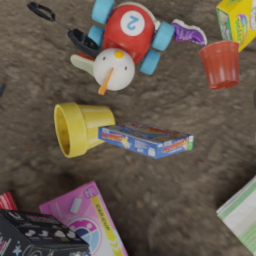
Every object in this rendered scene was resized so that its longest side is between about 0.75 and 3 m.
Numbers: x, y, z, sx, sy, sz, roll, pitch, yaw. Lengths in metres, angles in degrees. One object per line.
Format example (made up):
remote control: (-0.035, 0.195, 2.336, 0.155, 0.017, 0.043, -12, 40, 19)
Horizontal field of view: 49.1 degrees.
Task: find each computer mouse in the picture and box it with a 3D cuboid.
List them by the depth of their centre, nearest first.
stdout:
computer mouse: (-1.410, -2.118, 6.174, 1.787, 0.304, 0.524, 31, 38, -25)

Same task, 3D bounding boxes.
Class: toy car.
toy car: (-0.244, -1.992, 7.830, 2.247, 2.156, 2.438, 22, 58, -5)

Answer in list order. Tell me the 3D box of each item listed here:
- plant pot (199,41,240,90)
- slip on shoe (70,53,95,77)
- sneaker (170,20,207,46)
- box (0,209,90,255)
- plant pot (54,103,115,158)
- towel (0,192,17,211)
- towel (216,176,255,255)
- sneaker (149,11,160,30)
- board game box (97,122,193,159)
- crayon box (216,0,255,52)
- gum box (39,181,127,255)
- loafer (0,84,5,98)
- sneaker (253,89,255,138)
plant pot: (2.196, -1.422, 6.597, 0.928, 0.928, 0.903, -4, 81, -3)
slip on shoe: (-1.388, -2.430, 10.761, 1.831, 0.678, 0.560, 30, 56, 24)
sneaker: (2.437, -3.836, 11.781, 1.883, 0.759, 0.785, 35, 77, 31)
box: (-2.312, 3.181, 5.613, 1.519, 1.750, 2.648, 22, 82, 35)
plant pot: (-1.303, -0.039, 8.638, 1.539, 1.636, 1.636, -13, 56, -25)
towel: (-3.936, 2.734, 7.503, 1.988, 0.224, 1.438, -25, 60, -16)
towel: (4.025, 2.689, 7.373, 2.070, 0.426, 2.775, -37, 66, -11)
sneaker: (0.625, -4.745, 12.120, 2.112, 0.935, 0.795, 38, 65, 23)
board game box: (0.367, 0.225, 6.594, 1.295, 0.330, 1.913, -9, 16, -44)
crayon box: (2.993, -2.869, 7.069, 1.405, 1.628, 0.475, -45, 56, 2)
gum box: (-1.061, 2.802, 7.030, 1.529, 0.891, 2.694, -23, 59, -13)
loafer: (-4.761, -1.276, 10.221, 0.242, 0.276, 0.768, -7, 48, 18)
sneaker: (2.980, -0.156, 5.431, 0.740, 1.715, 0.689, -31, 32, -23)
